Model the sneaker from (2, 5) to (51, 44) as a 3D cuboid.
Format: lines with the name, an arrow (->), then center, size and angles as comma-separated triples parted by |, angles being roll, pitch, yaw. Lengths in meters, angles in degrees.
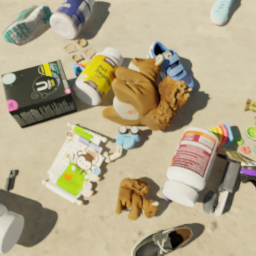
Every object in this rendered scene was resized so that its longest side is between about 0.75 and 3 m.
sneaker -> -4.812, -4.850, 13.033 | 1.182, 1.005, 2.591 | 30, 63, 32

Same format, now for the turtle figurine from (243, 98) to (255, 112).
turtle figurine -> 5.222, -0.684, 11.075 | 1.210, 0.483, 1.501 | 21, 66, 10

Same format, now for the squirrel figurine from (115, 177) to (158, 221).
squirrel figurine -> 0.331, 2.344, 9.310 | 1.362, 1.032, 1.459 | 9, 65, -1

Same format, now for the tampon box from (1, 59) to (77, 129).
tampon box -> -3.398, -1.303, 10.841 | 2.306, 1.456, 1.728 | -18, 65, -9

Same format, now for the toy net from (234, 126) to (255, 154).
toy net -> 4.906, 0.857, 10.369 | 1.005, 0.370, 1.916 | -31, 68, -16

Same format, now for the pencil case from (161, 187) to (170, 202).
pencil case -> 1.708, 2.104, 9.697 | 1.118, 0.476, 0.517 | -22, 47, -10

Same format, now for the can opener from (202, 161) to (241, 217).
can opener -> 3.213, 1.969, 9.668 | 0.748, 0.597, 2.236 | 26, 65, 2

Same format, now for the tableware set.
tableware set -> -2.228, -3.508, 12.660 | 1.142, 0.159, 1.367 | -32, 68, -14

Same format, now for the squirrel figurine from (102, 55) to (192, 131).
squirrel figurine -> 0.831, -1.438, 10.826 | 2.975, 2.106, 2.777 | 24, 55, 6

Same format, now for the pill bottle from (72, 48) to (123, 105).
pill bottle -> -1.137, -2.137, 11.355 | 1.267, 1.267, 2.319 | 25, 66, 12

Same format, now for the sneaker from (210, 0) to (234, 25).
sneaker -> 4.587, -6.038, 13.453 | 0.888, 0.984, 2.402 | 17, 65, 9

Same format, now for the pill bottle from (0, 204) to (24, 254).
pill bottle -> -4.742, 2.920, 8.764 | 2.580, 1.414, 1.414 | 16, 65, 8

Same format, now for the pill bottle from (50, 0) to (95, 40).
pill bottle -> -2.471, -5.360, 12.935 | 1.308, 1.308, 2.356 | 21, 65, 10

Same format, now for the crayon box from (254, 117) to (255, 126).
crayon box -> 5.743, 0.125, 10.415 | 1.894, 0.552, 1.125 | 8, 63, -11

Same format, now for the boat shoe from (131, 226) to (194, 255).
boat shoe -> 1.065, 3.580, 8.695 | 2.069, 0.699, 0.743 | -17, 77, -16

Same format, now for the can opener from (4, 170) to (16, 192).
can opener -> -4.192, 1.857, 9.971 | 0.263, 0.210, 0.787 | 1, 65, 1

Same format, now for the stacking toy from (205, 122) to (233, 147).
stacking toy -> 3.044, 0.293, 10.350 | 1.400, 0.813, 0.768 | -6, 64, -8

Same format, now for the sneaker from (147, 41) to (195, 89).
sneaker -> 1.741, -2.549, 11.674 | 0.976, 1.085, 2.639 | -36, 70, -19

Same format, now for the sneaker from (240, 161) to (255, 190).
sneaker -> 4.886, 1.849, 9.761 | 1.997, 0.694, 0.993 | 10, 68, 10

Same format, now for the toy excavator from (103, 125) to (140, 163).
toy excavator -> -0.232, 0.638, 10.389 | 1.311, 0.673, 1.348 | 2, 73, 2

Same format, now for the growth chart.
growth chart -> -1.853, 1.259, 10.152 | 1.981, 0.243, 2.738 | 17, 69, 13

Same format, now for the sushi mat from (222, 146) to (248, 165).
sushi mat -> 3.726, 0.956, 9.827 | 0.670, 1.400, 0.085 | 24, 103, 2

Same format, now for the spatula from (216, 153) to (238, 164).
spatula -> 3.109, 0.954, 10.053 | 1.670, 0.472, 0.172 | 16, 21, 26

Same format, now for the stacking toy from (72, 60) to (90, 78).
stacking toy -> -1.731, -2.657, 12.038 | 0.726, 0.687, 1.251 | 28, 55, 24

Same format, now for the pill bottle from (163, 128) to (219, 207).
pill bottle -> 2.042, 1.254, 9.169 | 1.279, 1.279, 2.334 | 23, 68, 11
